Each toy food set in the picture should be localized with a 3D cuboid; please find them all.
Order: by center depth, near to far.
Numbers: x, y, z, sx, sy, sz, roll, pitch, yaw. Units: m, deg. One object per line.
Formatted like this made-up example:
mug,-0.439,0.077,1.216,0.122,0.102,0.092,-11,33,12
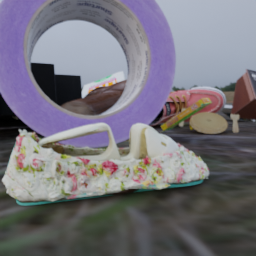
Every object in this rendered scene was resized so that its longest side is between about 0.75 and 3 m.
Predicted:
toy food set,1.993,-0.087,6.966,1.417,0.284,0.978,8,35,16

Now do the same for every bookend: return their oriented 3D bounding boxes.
bookend,-2.234,-0.714,7.026,2.948,1.358,2.930,-5,2,-36

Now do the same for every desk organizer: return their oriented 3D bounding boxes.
desk organizer,3.982,-0.742,7.651,2.507,0.899,0.965,7,-29,-21

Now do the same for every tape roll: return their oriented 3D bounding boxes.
tape roll,-0.559,-0.856,3.691,2.200,2.200,0.935,-2,0,-17

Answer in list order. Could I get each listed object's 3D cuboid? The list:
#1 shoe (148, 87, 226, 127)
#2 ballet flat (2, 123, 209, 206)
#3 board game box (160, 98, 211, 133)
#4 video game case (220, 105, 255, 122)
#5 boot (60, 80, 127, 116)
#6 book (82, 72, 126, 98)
shoe,1.365,-0.556,8.240,2.972,1.062,1.352,-7,7,14
ballet flat,-0.077,0.279,2.632,2.033,0.650,0.769,-2,8,-24
board game box,1.087,-0.234,5.441,1.057,0.158,0.505,-38,-13,28
video game case,3.900,-0.552,10.303,1.044,0.134,1.148,29,-5,-23
boot,-1.134,-0.295,6.768,2.774,0.956,2.976,-26,8,35
book,-0.816,-1.265,9.903,1.648,0.593,2.467,-21,24,5
